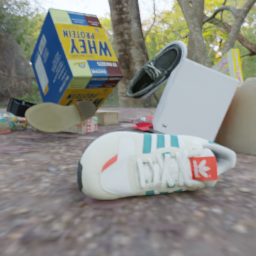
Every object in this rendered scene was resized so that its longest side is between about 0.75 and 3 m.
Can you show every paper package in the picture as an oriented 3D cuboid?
[{"bbox_3d":[-1.356,-0.517,14.148,1.384,0.716,1.319,3,6,34],"label":"paper package"}]

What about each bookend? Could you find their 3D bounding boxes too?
[{"bbox_3d":[-3.697,-0.597,10.578,1.269,0.584,1.261,15,7,-45],"label":"bookend"}]

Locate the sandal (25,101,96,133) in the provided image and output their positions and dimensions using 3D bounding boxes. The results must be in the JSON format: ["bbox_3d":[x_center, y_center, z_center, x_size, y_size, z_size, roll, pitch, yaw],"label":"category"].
[{"bbox_3d":[-2.061,-0.274,8.296,0.785,0.875,2.387,-22,-3,42],"label":"sandal"}]

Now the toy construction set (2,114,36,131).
[{"bbox_3d":[-4.277,-0.248,11.480,1.483,0.683,0.973,9,-17,12],"label":"toy construction set"}]

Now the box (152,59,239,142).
[{"bbox_3d":[1.646,-0.636,7.783,1.411,1.801,2.896,22,7,2],"label":"box"}]

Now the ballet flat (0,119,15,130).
[{"bbox_3d":[-5.068,-0.085,11.032,1.509,0.512,0.568,-3,-5,8],"label":"ballet flat"}]

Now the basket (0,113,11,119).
[{"bbox_3d":[-6.588,-0.560,14.975,0.803,0.559,0.708,-31,10,-6],"label":"basket"}]

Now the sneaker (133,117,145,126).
[{"bbox_3d":[0.530,-0.262,12.599,0.479,0.517,1.275,-3,5,-15],"label":"sneaker"}]

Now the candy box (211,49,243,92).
[{"bbox_3d":[3.174,-1.591,9.757,0.331,1.280,2.504,0,-11,-7],"label":"candy box"}]

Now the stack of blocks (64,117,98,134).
[{"bbox_3d":[-2.202,-0.183,10.899,1.775,0.520,1.022,7,10,26],"label":"stack of blocks"}]

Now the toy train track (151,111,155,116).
[{"bbox_3d":[2.809,-0.577,16.570,2.975,0.484,1.706,6,-1,3],"label":"toy train track"}]

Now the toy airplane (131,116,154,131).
[{"bbox_3d":[1.234,-0.170,11.803,2.524,0.464,2.524,1,8,0],"label":"toy airplane"}]

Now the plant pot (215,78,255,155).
[{"bbox_3d":[3.591,-0.365,7.059,2.628,1.765,2.628,0,5,0],"label":"plant pot"}]

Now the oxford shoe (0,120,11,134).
[{"bbox_3d":[-4.937,-0.036,9.940,1.465,0.548,0.516,-5,7,-41],"label":"oxford shoe"}]

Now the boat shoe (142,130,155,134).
[{"bbox_3d":[0.620,0.346,6.384,0.555,0.458,1.616,-2,6,-16],"label":"boat shoe"}]

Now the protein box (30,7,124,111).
[{"bbox_3d":[-1.905,-2.063,9.613,1.780,2.638,2.619,-8,-23,-36],"label":"protein box"}]

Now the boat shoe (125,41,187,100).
[{"bbox_3d":[0.916,-1.820,9.437,2.584,0.932,0.916,-47,-14,31],"label":"boat shoe"}]

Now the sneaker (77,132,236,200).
[{"bbox_3d":[0.495,0.435,3.573,2.275,0.801,1.064,-1,-1,-41],"label":"sneaker"}]
